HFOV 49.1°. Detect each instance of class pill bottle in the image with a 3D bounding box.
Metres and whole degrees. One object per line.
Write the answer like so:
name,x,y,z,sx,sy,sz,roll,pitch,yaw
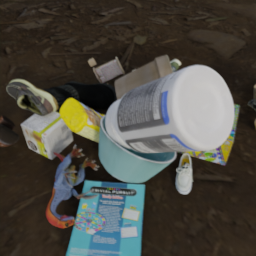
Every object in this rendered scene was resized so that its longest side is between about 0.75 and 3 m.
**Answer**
pill bottle,0.733,-0.257,6.497,1.675,1.675,2.945,-32,12,-30

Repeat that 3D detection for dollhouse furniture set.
dollhouse furniture set,-0.376,-2.009,10.842,1.627,1.907,0.931,-24,43,9

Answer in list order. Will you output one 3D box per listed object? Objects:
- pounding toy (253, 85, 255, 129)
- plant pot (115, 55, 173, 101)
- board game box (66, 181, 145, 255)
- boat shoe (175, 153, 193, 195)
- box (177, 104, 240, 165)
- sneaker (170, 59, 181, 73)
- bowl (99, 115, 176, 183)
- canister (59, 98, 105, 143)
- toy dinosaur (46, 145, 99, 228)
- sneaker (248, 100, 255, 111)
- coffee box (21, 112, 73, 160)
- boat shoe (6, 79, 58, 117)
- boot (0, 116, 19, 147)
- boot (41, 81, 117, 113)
pounding toy,5.612,-0.684,10.046,2.678,1.225,2.352,-39,56,2
plant pot,0.643,-1.246,10.055,2.011,2.318,2.318,-12,43,5
board game box,-0.480,2.458,7.137,1.697,0.527,2.248,4,43,4
boat shoe,1.697,1.287,8.335,0.496,0.573,1.344,6,44,15
box,2.582,-0.005,9.346,1.785,1.130,1.853,15,46,16
sneaker,1.675,-2.378,11.680,0.456,1.360,0.610,37,75,-9
bowl,0.070,0.700,8.176,2.348,1.228,2.348,22,26,-11
canister,-1.167,-0.120,8.919,0.785,1.813,1.347,-51,51,8
toy dinosaur,-1.615,1.605,7.441,2.327,1.222,2.112,-15,32,45
sneaker,4.531,-0.495,9.076,0.727,1.393,0.418,-44,12,-18
coffee box,-2.634,0.165,9.187,1.083,1.094,1.095,22,47,22
boat shoe,-3.288,-0.966,9.097,2.208,0.789,0.726,23,43,24
boot,-3.974,0.831,7.716,2.190,0.703,2.041,-51,23,-1
boot,-1.874,-1.017,10.140,2.636,0.992,1.971,8,20,26
